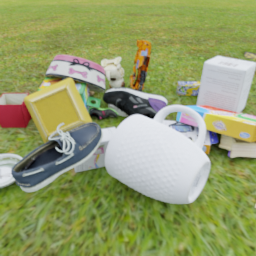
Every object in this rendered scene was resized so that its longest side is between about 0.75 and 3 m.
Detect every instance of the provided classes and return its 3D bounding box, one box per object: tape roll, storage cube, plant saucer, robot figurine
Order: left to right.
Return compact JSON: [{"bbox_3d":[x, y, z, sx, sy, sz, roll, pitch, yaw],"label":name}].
[{"bbox_3d":[-4.177,1.504,9.151,1.648,0.414,1.648,0,34,0],"label":"plant saucer"},{"bbox_3d":[-4.827,-0.752,11.925,1.272,1.144,1.087,-1,33,0],"label":"storage cube"},{"bbox_3d":[-2.641,-0.608,10.523,2.010,2.011,0.487,-25,7,-5],"label":"plant saucer"},{"bbox_3d":[-0.060,-1.143,13.233,1.810,0.331,1.810,0,34,0],"label":"tape roll"},{"bbox_3d":[0.592,-3.063,14.129,0.753,2.588,1.876,9,19,-7],"label":"robot figurine"}]

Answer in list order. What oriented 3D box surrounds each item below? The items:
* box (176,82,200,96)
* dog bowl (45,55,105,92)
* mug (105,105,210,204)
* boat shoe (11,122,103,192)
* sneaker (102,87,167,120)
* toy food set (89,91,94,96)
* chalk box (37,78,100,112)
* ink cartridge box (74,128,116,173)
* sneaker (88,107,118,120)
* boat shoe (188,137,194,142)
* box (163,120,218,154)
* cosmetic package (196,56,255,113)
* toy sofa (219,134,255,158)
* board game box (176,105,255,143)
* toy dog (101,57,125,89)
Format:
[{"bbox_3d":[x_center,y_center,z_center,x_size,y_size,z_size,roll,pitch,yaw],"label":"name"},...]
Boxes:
[{"bbox_3d":[3.362,-2.005,14.322,1.696,0.594,0.545,1,33,2],"label":"box"},{"bbox_3d":[-2.310,-2.485,12.906,2.789,1.028,2.789,12,-1,0],"label":"dog bowl"},{"bbox_3d":[1.131,0.693,8.299,2.553,2.149,2.912,25,85,31],"label":"mug"},{"bbox_3d":[-1.912,0.615,7.836,2.814,0.870,1.053,-33,52,-20],"label":"boat shoe"},{"bbox_3d":[0.202,-0.878,11.933,2.815,1.066,1.232,9,64,8],"label":"sneaker"},{"bbox_3d":[-2.285,-1.817,14.386,1.074,0.312,1.556,29,37,26],"label":"toy food set"},{"bbox_3d":[-2.482,-1.209,12.256,2.479,1.536,1.547,0,34,0],"label":"chalk box"},{"bbox_3d":[-1.112,0.743,9.585,1.625,1.174,0.688,-11,39,-15],"label":"ink cartridge box"},{"bbox_3d":[-1.109,-0.571,12.366,1.341,0.515,0.562,6,59,6],"label":"sneaker"},{"bbox_3d":[1.458,0.547,9.936,1.674,0.543,0.613,-17,1,6],"label":"boat shoe"},{"bbox_3d":[2.165,0.334,10.889,2.447,0.507,1.457,7,34,7],"label":"box"},{"bbox_3d":[4.345,-1.864,12.508,1.815,2.169,1.804,20,31,28],"label":"cosmetic package"},{"bbox_3d":[4.120,0.669,10.119,1.542,0.752,0.639,3,8,-17],"label":"toy sofa"},{"bbox_3d":[3.697,-0.257,10.698,2.936,0.592,2.246,19,18,39],"label":"board game box"},{"bbox_3d":[-0.656,-2.660,14.457,1.062,1.521,1.475,-13,46,10],"label":"toy dog"}]
